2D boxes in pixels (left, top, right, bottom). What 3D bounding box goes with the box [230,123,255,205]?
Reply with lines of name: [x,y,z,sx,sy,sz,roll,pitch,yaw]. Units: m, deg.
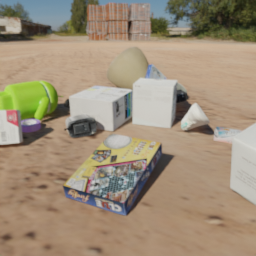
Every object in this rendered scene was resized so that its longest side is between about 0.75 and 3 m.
box: [3.867,0.786,5.891,2.374,1.560,2.386,-27,35,-22]

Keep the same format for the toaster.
toaster: [-1.778,-0.076,10.158,1.220,0.693,0.788,-13,21,-19]

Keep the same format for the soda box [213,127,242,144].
soda box: [3.580,0.298,9.534,1.229,0.420,0.391,10,24,23]

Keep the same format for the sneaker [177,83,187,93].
sneaker: [1.902,-2.122,15.029,2.598,0.914,1.041,14,10,19]

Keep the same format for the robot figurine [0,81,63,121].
robot figurine: [-4.132,-1.175,11.818,2.586,1.496,2.269,-18,27,-37]

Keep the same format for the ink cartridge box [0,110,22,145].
ink cartridge box: [-4.357,0.001,9.194,1.537,1.115,0.641,-4,3,-11]

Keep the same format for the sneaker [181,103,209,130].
sneaker: [2.274,-0.261,9.927,0.940,0.799,2.125,-32,-10,9]

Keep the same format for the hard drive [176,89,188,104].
hard drive: [1.621,-1.263,12.794,1.986,0.376,1.387,-14,15,1]

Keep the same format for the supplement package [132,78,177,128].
supplement package: [1.083,-1.029,11.224,1.579,1.652,1.215,7,23,16]

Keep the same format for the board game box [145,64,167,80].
board game box: [1.327,-2.210,13.785,0.286,1.318,1.312,-3,-25,43]

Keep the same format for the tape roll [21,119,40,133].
tape roll: [-3.782,-0.090,10.746,0.791,0.259,0.791,1,21,0]

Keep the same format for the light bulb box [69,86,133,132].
light bulb box: [-1.024,-0.856,11.371,1.917,1.207,1.934,10,24,23]

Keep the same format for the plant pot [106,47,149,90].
plant pot: [0.285,-3.040,15.877,2.524,2.524,1.695,-23,66,-45]

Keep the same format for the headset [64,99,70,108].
headset: [-2.459,-1.074,12.407,0.733,0.558,1.187,26,-2,-4]

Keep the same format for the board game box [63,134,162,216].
board game box: [-0.284,1.032,7.117,1.609,0.411,2.375,10,34,24]
